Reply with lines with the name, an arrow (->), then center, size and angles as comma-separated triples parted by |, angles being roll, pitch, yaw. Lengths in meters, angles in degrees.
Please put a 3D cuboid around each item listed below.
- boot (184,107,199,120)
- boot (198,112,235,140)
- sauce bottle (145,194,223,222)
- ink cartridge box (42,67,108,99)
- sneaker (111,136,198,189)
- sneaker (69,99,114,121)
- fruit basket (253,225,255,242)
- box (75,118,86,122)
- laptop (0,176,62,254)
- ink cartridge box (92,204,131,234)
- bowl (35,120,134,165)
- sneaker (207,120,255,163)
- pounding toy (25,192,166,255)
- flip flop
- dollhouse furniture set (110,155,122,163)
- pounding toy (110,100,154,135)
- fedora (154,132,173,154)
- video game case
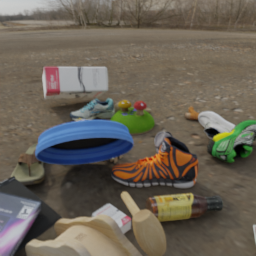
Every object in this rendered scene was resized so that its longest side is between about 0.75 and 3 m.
boot -> 3.092, -0.651, 12.866 | 0.766, 0.378, 0.987 | 12, 28, 23
boot -> 3.354, -0.068, 11.197 | 0.984, 0.757, 2.058 | -11, 27, -31
sauce bottle -> 1.422, 1.979, 7.068 | 1.921, 0.634, 0.634 | -2, 25, -14
ink cartridge box -> -2.639, -2.189, 13.822 | 2.919, 1.238, 2.126 | -6, -1, -19
sneaker -> 0.778, 0.939, 8.301 | 2.577, 1.444, 1.000 | 0, 26, 1
sneaker -> -1.624, -0.874, 12.604 | 2.112, 0.912, 0.820 | -14, 37, -25
fruit basket -> 3.283, 2.599, 5.908 | 1.082, 0.548, 1.168 | 6, 29, 12
box -> -2.030, 0.352, 10.438 | 0.723, 0.664, 2.065 | 11, 27, 20
laptop -> -3.223, 2.307, 5.945 | 2.448, 2.614, 1.515 | -28, 81, -46
ink cartridge box -> -0.412, 2.271, 6.807 | 0.808, 0.343, 0.588 | 25, 35, 39
bowl -> -1.252, 0.481, 8.201 | 2.804, 2.804, 0.550 | -8, 71, -3
sneaker -> 4.043, 0.562, 9.884 | 2.587, 1.010, 1.102 | -24, 41, -25
pounding toy -> -0.312, 2.288, 4.944 | 2.947, 1.685, 1.691 | -22, 5, 43
flip flop -> -3.088, 1.025, 8.969 | 1.008, 0.715, 2.485 | -1, 26, -3
dollhouse furniture set -> -0.594, 0.643, 9.860 | 0.906, 0.642, 0.986 | 15, 29, 29
pounding toy -> 0.181, -0.771, 12.207 | 1.930, 1.160, 2.501 | 1, 26, 1
fedora -> 1.184, 0.475, 9.848 | 0.390, 0.863, 0.763 | 32, -11, -38
video game case -> -2.984, 2.088, 4.762 | 1.949, 0.259, 2.728 | 12, 31, 5
